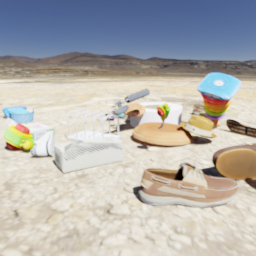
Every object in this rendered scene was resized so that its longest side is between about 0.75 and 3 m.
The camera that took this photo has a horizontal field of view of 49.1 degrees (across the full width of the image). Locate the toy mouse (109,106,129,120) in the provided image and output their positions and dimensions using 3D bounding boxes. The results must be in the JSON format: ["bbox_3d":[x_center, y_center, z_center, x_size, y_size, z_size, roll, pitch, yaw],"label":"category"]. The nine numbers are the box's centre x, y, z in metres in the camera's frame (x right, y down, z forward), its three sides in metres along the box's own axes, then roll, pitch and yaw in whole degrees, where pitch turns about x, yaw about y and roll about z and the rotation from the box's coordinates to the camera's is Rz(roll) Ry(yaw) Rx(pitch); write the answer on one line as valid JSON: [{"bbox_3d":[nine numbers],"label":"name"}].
[{"bbox_3d":[-0.212,-0.773,13.959,1.141,0.221,1.014,-18,54,-28],"label":"toy mouse"}]

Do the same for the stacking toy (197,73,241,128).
[{"bbox_3d":[4.253,-1.030,13.581,1.677,2.889,1.585,24,55,29],"label":"stacking toy"}]

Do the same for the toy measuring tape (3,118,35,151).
[{"bbox_3d":[-4.718,0.127,11.396,1.061,1.061,2.884,-12,32,-40],"label":"toy measuring tape"}]

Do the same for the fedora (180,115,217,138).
[{"bbox_3d":[3.092,-0.107,12.039,1.668,0.680,1.668,16,13,-4],"label":"fedora"}]

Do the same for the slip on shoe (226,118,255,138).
[{"bbox_3d":[5.560,-0.027,13.231,0.573,0.720,1.893,-17,25,-35],"label":"slip on shoe"}]

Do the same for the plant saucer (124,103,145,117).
[{"bbox_3d":[0.302,-0.921,13.822,1.121,0.181,1.121,-2,36,2],"label":"plant saucer"}]

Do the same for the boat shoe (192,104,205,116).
[{"bbox_3d":[5.053,-1.117,17.391,2.142,0.769,0.811,6,16,22],"label":"boat shoe"}]

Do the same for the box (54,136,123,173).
[{"bbox_3d":[-1.339,0.872,9.661,2.234,0.764,0.918,-9,17,-32],"label":"box"}]

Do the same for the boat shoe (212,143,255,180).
[{"bbox_3d":[3.874,0.992,8.770,2.912,1.025,1.024,5,19,-15],"label":"boat shoe"}]

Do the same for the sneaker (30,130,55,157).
[{"bbox_3d":[-3.278,0.597,10.968,0.785,0.745,1.950,-11,14,-5],"label":"sneaker"}]

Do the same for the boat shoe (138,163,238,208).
[{"bbox_3d":[1.565,1.423,7.175,2.580,0.926,0.977,-1,14,-4],"label":"boat shoe"}]

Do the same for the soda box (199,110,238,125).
[{"bbox_3d":[4.915,-0.531,15.257,2.054,0.695,0.657,-4,15,-15],"label":"soda box"}]

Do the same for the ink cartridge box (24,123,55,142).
[{"bbox_3d":[-4.311,0.209,12.538,2.084,0.618,1.082,13,19,42],"label":"ink cartridge box"}]

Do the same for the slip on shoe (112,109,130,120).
[{"bbox_3d":[-0.189,-0.839,16.787,1.755,0.532,0.667,8,17,29],"label":"slip on shoe"}]

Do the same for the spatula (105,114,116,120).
[{"bbox_3d":[-1.155,-0.683,16.882,0.533,0.194,1.885,-2,14,-14],"label":"spatula"}]

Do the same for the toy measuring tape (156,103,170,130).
[{"bbox_3d":[1.181,-0.462,10.015,0.478,1.301,0.478,5,54,-7],"label":"toy measuring tape"}]

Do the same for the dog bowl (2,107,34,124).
[{"bbox_3d":[-6.406,-0.771,16.377,1.385,0.616,2.485,-12,19,-39],"label":"dog bowl"}]

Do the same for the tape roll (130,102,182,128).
[{"bbox_3d":[1.512,-0.685,15.216,2.839,0.993,2.839,0,15,0],"label":"tape roll"}]

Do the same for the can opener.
[{"bbox_3d":[0.132,-1.119,12.269,1.925,0.644,0.514,-24,2,-21],"label":"can opener"}]

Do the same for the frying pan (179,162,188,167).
[{"bbox_3d":[1.948,1.295,9.367,0.454,0.122,0.750,1,11,5],"label":"frying pan"}]

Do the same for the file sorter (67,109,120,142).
[{"bbox_3d":[-1.530,-0.067,12.409,1.979,1.232,1.373,8,17,28],"label":"file sorter"}]

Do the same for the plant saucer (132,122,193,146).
[{"bbox_3d":[1.537,0.187,12.539,2.703,0.506,2.703,4,13,-1],"label":"plant saucer"}]
